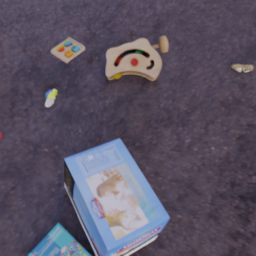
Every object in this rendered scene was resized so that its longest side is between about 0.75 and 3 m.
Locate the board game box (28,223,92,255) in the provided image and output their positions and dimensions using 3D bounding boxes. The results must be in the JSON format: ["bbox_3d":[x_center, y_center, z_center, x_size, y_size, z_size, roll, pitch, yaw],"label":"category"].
[{"bbox_3d":[-1.872,4.109,8.199,2.054,0.482,1.551,37,67,19],"label":"board game box"}]

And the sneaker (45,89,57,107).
[{"bbox_3d":[-3.220,-1.211,11.443,0.440,0.317,0.837,11,64,36],"label":"sneaker"}]

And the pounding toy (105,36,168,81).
[{"bbox_3d":[0.465,-2.700,12.011,2.939,1.686,1.680,-18,89,0],"label":"pounding toy"}]

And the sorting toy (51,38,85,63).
[{"bbox_3d":[-2.762,-3.598,12.819,1.116,0.220,1.206,35,66,18],"label":"sorting toy"}]

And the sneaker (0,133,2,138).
[{"bbox_3d":[-4.921,0.178,10.315,0.461,0.798,0.312,1,76,-12],"label":"sneaker"}]

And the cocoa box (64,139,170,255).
[{"bbox_3d":[-0.496,2.147,8.262,1.925,1.894,2.887,-19,58,-24],"label":"cocoa box"}]

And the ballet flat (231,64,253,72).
[{"bbox_3d":[4.973,-2.581,12.188,0.947,0.334,0.309,1,73,4],"label":"ballet flat"}]
